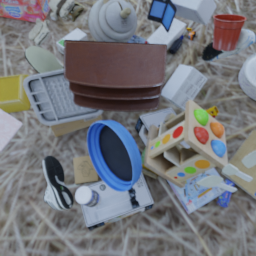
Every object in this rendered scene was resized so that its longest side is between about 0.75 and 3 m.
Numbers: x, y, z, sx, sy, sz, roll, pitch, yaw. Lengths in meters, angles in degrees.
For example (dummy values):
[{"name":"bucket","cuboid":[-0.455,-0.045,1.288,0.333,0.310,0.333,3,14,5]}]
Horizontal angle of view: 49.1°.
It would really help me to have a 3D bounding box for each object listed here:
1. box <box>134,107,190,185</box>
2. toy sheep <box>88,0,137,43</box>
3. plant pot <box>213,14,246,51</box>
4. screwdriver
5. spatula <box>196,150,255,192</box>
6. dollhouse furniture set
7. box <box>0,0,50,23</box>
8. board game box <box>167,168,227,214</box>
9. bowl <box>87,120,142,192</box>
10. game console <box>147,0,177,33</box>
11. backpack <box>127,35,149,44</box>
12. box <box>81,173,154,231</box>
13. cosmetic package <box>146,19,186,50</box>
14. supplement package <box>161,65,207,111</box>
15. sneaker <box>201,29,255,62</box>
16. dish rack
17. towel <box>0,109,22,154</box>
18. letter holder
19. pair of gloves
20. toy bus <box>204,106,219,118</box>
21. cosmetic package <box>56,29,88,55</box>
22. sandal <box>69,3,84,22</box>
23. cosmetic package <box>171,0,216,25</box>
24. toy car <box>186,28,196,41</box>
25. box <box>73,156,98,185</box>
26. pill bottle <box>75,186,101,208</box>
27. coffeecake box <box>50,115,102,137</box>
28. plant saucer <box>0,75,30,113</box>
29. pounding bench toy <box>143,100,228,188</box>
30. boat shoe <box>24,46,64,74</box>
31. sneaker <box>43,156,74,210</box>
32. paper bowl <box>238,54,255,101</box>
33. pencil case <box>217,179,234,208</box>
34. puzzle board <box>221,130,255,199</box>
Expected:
[{"name":"box","cuboid":[1.540,0.587,10.351,1.529,0.788,2.622,-18,62,-26]},{"name":"toy sheep","cuboid":[-0.520,-3.721,9.723,1.855,2.691,1.855,-2,96,-17]},{"name":"plant pot","cuboid":[3.170,-3.050,9.016,0.997,0.970,0.997,0,34,0]},{"name":"screwdriver","cuboid":[2.727,-4.653,13.700,0.416,0.399,2.860,36,66,-15]},{"name":"spatula","cuboid":[2.899,1.193,7.139,1.649,2.372,0.190,-40,53,21]},{"name":"dollhouse furniture set","cuboid":[0.507,0.987,10.233,1.740,0.873,1.140,21,60,11]},{"name":"box","cuboid":[-5.574,-6.453,14.167,2.803,1.438,1.327,12,61,5]},{"name":"board game box","cuboid":[2.038,1.613,8.534,1.455,0.299,1.451,-24,67,-16]},{"name":"bowl","cuboid":[-0.396,0.746,7.618,0.396,2.015,2.015,-22,61,-36]},{"name":"game console","cuboid":[1.125,-3.872,9.515,0.843,0.988,0.584,13,55,-4]},{"name":"backpack","cuboid":[-0.063,-2.719,11.492,2.378,2.496,1.923,27,72,34]},{"name":"box","cuboid":[-0.438,2.416,9.560,2.312,0.695,1.348,-16,62,-9]},{"name":"cosmetic package","cuboid":[1.774,-4.349,13.455,0.930,0.571,2.254,34,66,17]},{"name":"supplement package","cuboid":[1.881,-1.420,9.694,0.720,1.011,1.299,33,96,-24]},{"name":"sneaker","cuboid":[3.538,-2.846,10.050,0.762,2.103,0.756,12,76,-32]},{"name":"dish rack","cuboid":[-2.034,-1.094,9.171,2.258,1.938,0.492,-11,38,2]},{"name":"towel","cuboid":[-3.872,0.041,7.562,1.453,0.234,1.387,35,65,-6]},{"name":"letter holder","cuboid":[-0.335,-1.291,7.502,2.527,1.271,1.796,3,98,1]},{"name":"pair of gloves","cuboid":[-2.676,-3.777,9.779,2.055,0.360,1.748,-52,43,1]},{"name":"toy bus","cuboid":[2.718,-0.463,9.535,0.724,0.683,0.374,-30,93,-11]},{"name":"cosmetic package","cuboid":[-2.632,-4.027,13.282,0.718,0.566,1.334,37,68,21]},{"name":"sandal","cuboid":[-1.925,-4.217,10.095,0.432,1.598,0.642,40,97,-18]},{"name":"cosmetic package","cuboid":[1.918,-4.580,10.098,2.205,1.118,0.786,34,99,33]},{"name":"toy car","cuboid":[3.017,-4.636,13.471,0.333,0.999,0.490,21,80,26]},{"name":"box","cuboid":[-1.583,1.544,10.395,0.847,0.110,1.036,-8,61,-4]},{"name":"pill bottle","cuboid":[-1.020,1.835,7.355,0.455,0.801,0.455,-7,65,15]},{"name":"coffeecake box","cuboid":[-2.433,-1.198,11.456,1.998,0.951,2.603,-19,62,-10]},{"name":"plant saucer","cuboid":[-5.201,-1.529,11.932,1.922,0.466,1.922,-8,62,-5]},{"name":"pounding bench toy","cuboid":[1.624,0.121,7.577,1.387,1.742,2.233,34,43,-22]},{"name":"boat shoe","cuboid":[-2.574,-1.920,9.583,0.723,2.306,0.844,1,68,43]},{"name":"sneaker","cuboid":[-2.306,1.692,8.261,0.622,0.948,1.647,-19,86,-55]},{"name":"paper bowl","cuboid":[6.073,-2.291,11.928,2.374,1.234,2.374,-1,60,1]},{"name":"pencil case","cuboid":[3.430,2.286,9.800,0.376,0.418,0.963,29,65,0]},{"name":"puzzle board","cuboid":[4.831,1.415,10.289,1.885,0.218,2.501,39,62,16]}]
